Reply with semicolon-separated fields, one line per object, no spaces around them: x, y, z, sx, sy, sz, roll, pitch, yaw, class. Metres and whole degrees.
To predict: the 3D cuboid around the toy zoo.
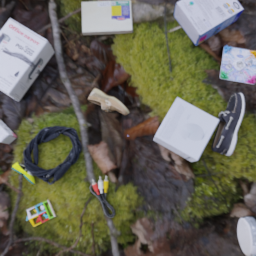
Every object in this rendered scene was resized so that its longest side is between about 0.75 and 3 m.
-3.402;3.306;10.729;1.065;0.109;0.698;-26;82;-4;toy zoo

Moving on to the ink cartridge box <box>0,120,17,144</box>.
-4.998;0.077;10.907;0.471;0.808;1.110;-43;83;-6;ink cartridge box

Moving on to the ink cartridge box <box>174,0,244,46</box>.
3.463;-4.898;11.640;2.562;0.978;1.748;-32;82;-3;ink cartridge box

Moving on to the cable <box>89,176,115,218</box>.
-1.007;2.675;10.681;0.783;0.406;1.613;-14;81;-1;cable

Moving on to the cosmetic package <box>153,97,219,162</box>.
2.165;0.100;10.754;1.779;1.094;1.773;30;82;5;cosmetic package

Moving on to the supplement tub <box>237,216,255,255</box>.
5.221;3.860;9.996;2.234;1.369;1.369;0;81;1;supplement tub

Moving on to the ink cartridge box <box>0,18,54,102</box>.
-4.538;-2.706;11.222;1.908;1.111;2.620;32;80;5;ink cartridge box

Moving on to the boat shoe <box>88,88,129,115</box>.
-0.771;-0.895;10.964;1.878;0.669;0.606;31;79;29;boat shoe

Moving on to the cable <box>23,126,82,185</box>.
-2.930;0.893;10.963;1.910;0.595;2.341;37;85;11;cable

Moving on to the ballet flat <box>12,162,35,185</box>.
-3.988;1.731;10.880;1.133;0.379;0.380;34;67;7;ballet flat

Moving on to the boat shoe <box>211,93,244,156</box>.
3.857;-0.201;10.938;0.762;0.933;2.526;14;89;-2;boat shoe

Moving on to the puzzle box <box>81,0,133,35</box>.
-0.902;-4.703;11.971;2.146;0.273;1.428;-2;80;-1;puzzle box

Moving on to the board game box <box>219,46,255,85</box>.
4.654;-2.639;11.674;1.465;0.190;1.465;10;81;1;board game box
